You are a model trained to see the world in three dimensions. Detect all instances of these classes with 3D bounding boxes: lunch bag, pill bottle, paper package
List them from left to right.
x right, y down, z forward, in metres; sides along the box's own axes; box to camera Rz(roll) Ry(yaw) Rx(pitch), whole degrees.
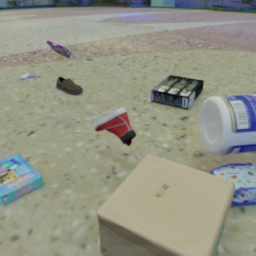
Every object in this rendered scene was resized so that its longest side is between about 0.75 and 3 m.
[{"bbox_3d":[0.898,1.980,6.337,2.398,1.302,2.516,16,33,26],"label":"paper package"},{"bbox_3d":[2.989,1.541,7.653,1.246,0.772,1.059,2,29,-14],"label":"lunch bag"},{"bbox_3d":[3.452,-0.131,7.662,2.638,1.579,1.579,-3,30,-10],"label":"pill bottle"}]

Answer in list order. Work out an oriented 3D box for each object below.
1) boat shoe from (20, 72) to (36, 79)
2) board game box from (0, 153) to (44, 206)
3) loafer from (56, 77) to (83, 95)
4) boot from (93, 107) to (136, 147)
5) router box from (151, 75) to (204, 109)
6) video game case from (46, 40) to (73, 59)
[{"bbox_3d":[-5.731,-3.037,16.039,0.930,0.311,0.342,-22,36,-33],"label":"boat shoe"},{"bbox_3d":[-3.424,1.439,8.211,1.217,0.360,1.600,-25,38,-36],"label":"board game box"},{"bbox_3d":[-3.049,-2.175,14.204,1.817,0.645,0.664,20,35,30],"label":"loafer"},{"bbox_3d":[-0.401,0.137,8.138,0.530,1.056,1.465,-25,0,-42],"label":"boot"},{"bbox_3d":[2.432,-1.806,13.569,1.849,0.633,2.480,15,33,25],"label":"router box"},{"bbox_3d":[-2.669,-3.052,10.926,0.851,0.152,0.772,25,-7,19],"label":"video game case"}]
